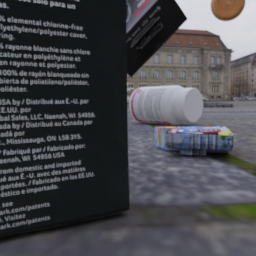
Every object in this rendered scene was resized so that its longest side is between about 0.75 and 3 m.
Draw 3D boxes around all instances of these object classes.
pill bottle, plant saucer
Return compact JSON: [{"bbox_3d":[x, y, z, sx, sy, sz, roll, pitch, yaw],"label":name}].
[{"bbox_3d":[1.444,-0.885,10.980,1.505,1.505,2.655,-5,7,-42],"label":"pill bottle"},{"bbox_3d":[3.330,-4.154,9.362,1.113,1.113,0.180,1,15,15],"label":"plant saucer"}]

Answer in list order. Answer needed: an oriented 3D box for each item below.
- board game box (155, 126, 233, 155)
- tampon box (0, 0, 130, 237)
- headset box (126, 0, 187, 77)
[{"bbox_3d":[1.075,0.215,4.923,1.349,0.416,1.350,0,5,16],"label":"board game box"},{"bbox_3d":[-1.065,-0.581,2.449,1.537,2.434,1.824,-3,6,-28],"label":"tampon box"},{"bbox_3d":[0.081,-3.032,8.153,1.149,2.214,2.975,37,13,-40],"label":"headset box"}]
